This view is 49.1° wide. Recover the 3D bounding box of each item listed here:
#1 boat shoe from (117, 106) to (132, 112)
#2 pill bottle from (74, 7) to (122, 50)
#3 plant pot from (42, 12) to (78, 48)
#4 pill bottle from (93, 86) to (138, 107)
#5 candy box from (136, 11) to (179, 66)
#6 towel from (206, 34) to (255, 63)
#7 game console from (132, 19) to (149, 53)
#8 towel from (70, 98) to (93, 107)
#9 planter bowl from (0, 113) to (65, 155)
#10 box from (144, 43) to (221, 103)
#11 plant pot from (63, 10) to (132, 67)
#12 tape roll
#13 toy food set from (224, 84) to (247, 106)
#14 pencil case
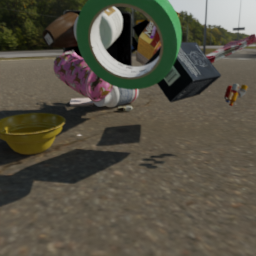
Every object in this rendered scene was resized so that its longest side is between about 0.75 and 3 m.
[{"bbox_3d":[-0.174,-0.951,14.341,0.787,0.294,0.269,-4,22,15],"label":"boat shoe"},{"bbox_3d":[-0.843,-3.298,9.036,1.224,1.224,2.141,3,31,10],"label":"pill bottle"},{"bbox_3d":[-2.216,-3.143,9.366,1.124,1.124,1.203,13,38,34],"label":"plant pot"},{"bbox_3d":[-0.733,-1.908,15.327,1.455,1.455,2.433,16,25,40],"label":"pill bottle"},{"bbox_3d":[1.151,-3.726,11.828,0.811,1.675,2.871,35,-3,0],"label":"candy box"},{"bbox_3d":[3.231,-2.810,11.084,2.988,0.340,2.152,-26,10,-6],"label":"towel"},{"bbox_3d":[0.393,-4.270,14.356,2.806,1.655,0.338,-15,24,42],"label":"game console"},{"bbox_3d":[-2.619,-1.456,15.923,1.320,0.213,1.260,-2,19,-6],"label":"towel"},{"bbox_3d":[-3.309,0.263,9.553,2.364,0.985,2.364,0,19,0],"label":"planter bowl"},{"bbox_3d":[1.692,-1.741,8.534,1.910,1.023,1.418,-18,70,-47],"label":"box"},{"bbox_3d":[-1.392,-3.500,13.317,2.954,2.961,2.627,0,-3,-4],"label":"plant pot"},{"bbox_3d":[-0.003,-2.142,6.811,2.507,2.507,0.602,6,41,18],"label":"tape roll"},{"bbox_3d":[3.315,-1.029,8.766,0.500,0.471,1.047,21,-4,1],"label":"toy food set"},{"bbox_3d":[-1.683,-1.944,10.279,1.188,1.241,2.869,-42,44,-13],"label":"pencil case"}]
